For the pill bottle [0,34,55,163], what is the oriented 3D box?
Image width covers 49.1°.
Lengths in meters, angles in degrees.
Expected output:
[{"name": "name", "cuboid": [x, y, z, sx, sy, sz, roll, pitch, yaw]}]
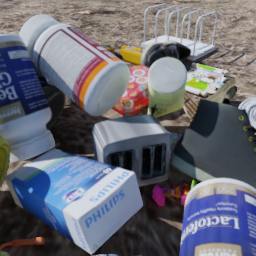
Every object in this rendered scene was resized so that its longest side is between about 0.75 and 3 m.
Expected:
[{"name": "pill bottle", "cuboid": [-2.419, -0.566, 5.836, 1.336, 2.405, 1.336, -19, 9, 3]}]

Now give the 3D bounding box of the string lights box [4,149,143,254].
[{"name": "string lights box", "cuboid": [-1.030, 1.085, 4.890, 2.322, 0.685, 1.193, 10, 32, 43]}]

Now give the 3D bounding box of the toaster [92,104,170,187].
[{"name": "toaster", "cuboid": [0.060, 0.475, 5.621, 1.399, 1.547, 0.918, -10, 30, -16]}]

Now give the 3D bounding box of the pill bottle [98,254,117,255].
[{"name": "pill bottle", "cuboid": [-0.469, 2.144, 3.714, 1.406, 0.815, 0.815, -4, 33, -6]}]

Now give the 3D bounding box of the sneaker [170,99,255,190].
[{"name": "sneaker", "cuboid": [2.318, 0.560, 5.073, 2.888, 1.534, 1.080, 24, 10, 19]}]

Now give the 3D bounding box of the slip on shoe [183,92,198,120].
[{"name": "slip on shoe", "cuboid": [1.754, -0.635, 8.063, 0.395, 0.315, 1.038, -37, 62, 10]}]

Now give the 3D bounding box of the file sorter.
[{"name": "file sorter", "cuboid": [2.411, -4.578, 13.069, 2.927, 1.823, 2.031, 26, 41, 33]}]

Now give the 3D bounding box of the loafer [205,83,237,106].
[{"name": "loafer", "cuboid": [2.845, -0.799, 8.426, 0.579, 0.653, 1.717, 30, 52, 34]}]

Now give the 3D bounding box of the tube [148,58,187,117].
[{"name": "tube", "cuboid": [0.894, -0.683, 6.400, 0.817, 0.731, 2.818, 23, -7, 10]}]

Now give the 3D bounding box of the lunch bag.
[{"name": "lunch bag", "cuboid": [0.258, -1.165, 8.617, 1.824, 0.747, 1.606, -33, 44, -24]}]

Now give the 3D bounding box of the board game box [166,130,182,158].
[{"name": "board game box", "cuboid": [0.819, 0.310, 7.002, 0.892, 0.275, 0.892, 15, 36, 20]}]

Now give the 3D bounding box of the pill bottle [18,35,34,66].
[{"name": "pill bottle", "cuboid": [-3.091, -2.901, 10.808, 2.622, 1.466, 1.466, 12, 35, 17]}]

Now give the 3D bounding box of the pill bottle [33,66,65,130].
[{"name": "pill bottle", "cuboid": [-3.252, -1.140, 7.414, 2.991, 1.673, 1.673, 30, 40, 8]}]

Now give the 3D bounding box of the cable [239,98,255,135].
[{"name": "cable", "cuboid": [3.446, -0.131, 7.033, 1.439, 0.498, 1.439, -9, 54, -3]}]

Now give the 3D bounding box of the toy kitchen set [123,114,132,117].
[{"name": "toy kitchen set", "cuboid": [0.039, 0.264, 6.859, 0.816, 0.904, 0.738, 21, 61, -18]}]

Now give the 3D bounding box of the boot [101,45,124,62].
[{"name": "boot", "cuboid": [-0.823, -3.170, 11.867, 2.261, 0.876, 1.564, 21, 34, 28]}]

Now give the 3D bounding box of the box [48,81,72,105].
[{"name": "box", "cuboid": [-1.955, -1.045, 8.138, 0.656, 1.192, 0.207, -4, 65, -14]}]

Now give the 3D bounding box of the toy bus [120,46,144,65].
[{"name": "toy bus", "cuboid": [0.289, -3.077, 11.956, 1.601, 0.521, 0.627, 26, 42, 33]}]

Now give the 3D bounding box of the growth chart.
[{"name": "growth chart", "cuboid": [2.664, -1.808, 10.260, 1.785, 0.219, 2.467, 20, 39, 31]}]

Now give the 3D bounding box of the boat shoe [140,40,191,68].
[{"name": "boat shoe", "cuboid": [1.572, -2.881, 11.188, 0.966, 1.072, 2.981, 17, 31, 32]}]

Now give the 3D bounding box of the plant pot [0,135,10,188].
[{"name": "plant pot", "cuboid": [-2.933, 0.559, 4.539, 1.598, 2.251, 2.251, 16, 33, -4]}]

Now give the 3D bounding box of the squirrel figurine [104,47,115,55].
[{"name": "squirrel figurine", "cuboid": [-0.983, -2.370, 9.999, 1.433, 1.535, 1.086, -11, 64, 30]}]

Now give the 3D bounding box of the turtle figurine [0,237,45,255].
[{"name": "turtle figurine", "cuboid": [-2.614, 2.074, 3.727, 2.664, 0.858, 2.148, 6, 39, -8]}]

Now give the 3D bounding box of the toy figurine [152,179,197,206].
[{"name": "toy figurine", "cuboid": [0.884, 1.255, 5.401, 0.804, 0.656, 0.873, 1, 10, 19]}]

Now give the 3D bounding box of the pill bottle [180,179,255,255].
[{"name": "pill bottle", "cuboid": [1.326, 1.850, 3.751, 1.274, 1.274, 2.201, 8, 34, 11]}]

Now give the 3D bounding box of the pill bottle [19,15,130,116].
[{"name": "pill bottle", "cuboid": [-1.216, -1.432, 6.159, 2.378, 1.303, 1.303, 38, 46, 18]}]
